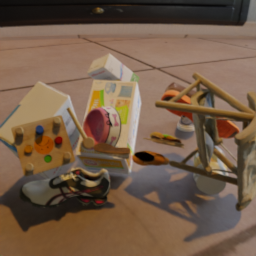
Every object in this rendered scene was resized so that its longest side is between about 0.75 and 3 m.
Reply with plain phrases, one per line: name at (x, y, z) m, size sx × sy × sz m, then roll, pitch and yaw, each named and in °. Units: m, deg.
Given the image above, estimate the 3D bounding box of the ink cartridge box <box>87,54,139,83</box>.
ink cartridge box at (-0.527, -1.834, 9.870) m, size 1.065 × 1.471 × 0.618 m, roll -6°, pitch 57°, yaw 51°

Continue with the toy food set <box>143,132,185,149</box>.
toy food set at (1.126, 0.330, 8.252) m, size 1.081 × 0.314 × 1.566 m, roll 11°, pitch -3°, yaw 20°

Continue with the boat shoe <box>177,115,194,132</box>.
boat shoe at (2.531, -0.612, 11.550) m, size 0.802 × 0.996 × 2.148 m, roll 7°, pitch 21°, yaw 17°

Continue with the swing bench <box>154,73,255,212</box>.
swing bench at (2.209, 0.282, 6.921) m, size 1.578 × 2.419 × 2.432 m, roll -37°, pitch 43°, yaw -23°

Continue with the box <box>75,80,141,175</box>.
box at (-0.538, -0.033, 9.029) m, size 1.525 × 1.374 × 2.712 m, roll 4°, pitch 63°, yaw 10°

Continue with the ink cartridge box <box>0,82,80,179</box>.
ink cartridge box at (-2.375, 0.214, 8.047) m, size 1.056 × 2.522 × 1.830 m, roll 27°, pitch 67°, yaw 12°

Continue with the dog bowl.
dog bowl at (-0.758, 0.020, 7.536) m, size 0.469 × 1.273 × 1.273 m, roll 7°, pitch 18°, yaw -41°

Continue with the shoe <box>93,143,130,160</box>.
shoe at (-0.408, 0.598, 6.895) m, size 0.943 × 0.252 × 0.330 m, roll 8°, pitch 36°, yaw 11°

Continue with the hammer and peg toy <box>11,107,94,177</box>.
hammer and peg toy at (-1.718, 0.300, 6.510) m, size 1.675 × 1.232 × 0.590 m, roll -17°, pitch -8°, yaw -18°

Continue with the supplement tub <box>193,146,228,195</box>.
supplement tub at (2.464, 1.243, 8.433) m, size 0.971 × 0.971 × 1.342 m, roll 6°, pitch 29°, yaw 11°

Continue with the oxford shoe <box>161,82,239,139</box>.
oxford shoe at (2.292, -0.583, 8.557) m, size 2.589 × 0.923 × 0.944 m, roll 31°, pitch 50°, yaw -5°

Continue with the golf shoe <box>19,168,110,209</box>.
golf shoe at (-1.644, 1.496, 7.471) m, size 2.355 × 1.037 × 0.909 m, roll 2°, pitch 29°, yaw -17°

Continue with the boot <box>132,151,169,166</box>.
boot at (0.422, 0.829, 8.070) m, size 1.364 × 0.480 × 0.977 m, roll 3°, pitch -12°, yaw 39°
